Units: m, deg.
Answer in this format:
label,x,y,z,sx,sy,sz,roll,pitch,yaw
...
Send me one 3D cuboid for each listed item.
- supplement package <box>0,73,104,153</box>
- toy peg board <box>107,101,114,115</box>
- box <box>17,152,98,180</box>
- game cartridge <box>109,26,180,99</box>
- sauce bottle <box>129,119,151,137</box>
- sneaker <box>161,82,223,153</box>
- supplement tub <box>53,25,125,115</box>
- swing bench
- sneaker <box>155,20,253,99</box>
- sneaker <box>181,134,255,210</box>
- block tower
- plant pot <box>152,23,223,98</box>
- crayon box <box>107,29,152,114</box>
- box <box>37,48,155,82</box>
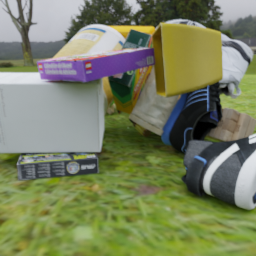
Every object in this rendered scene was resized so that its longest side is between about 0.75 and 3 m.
label,x,y,z,sx,sy,sz,roll,pitch,yaw
supplement package,-1.780,-0.375,5.965,2.471,1.449,1.444,0,18,-1
toy peg board,-1.011,-1.777,11.889,0.987,2.009,2.017,-39,11,7
box,-1.425,0.637,5.768,1.486,0.329,1.191,-4,14,-14
game cartridge,0.386,-2.042,9.122,2.311,2.622,0.425,17,59,39
sauce bottle,0.335,-0.061,8.252,0.286,0.286,0.866,-8,36,-31
sneaker,1.801,-0.695,6.604,1.080,2.773,0.972,21,-1,44
supplement tub,-1.268,-1.409,8.187,2.110,2.110,2.917,7,48,27
swing bench,0.945,-0.827,7.361,1.177,1.805,1.815,28,7,19
sneaker,1.984,-1.886,7.918,2.935,1.687,1.103,19,-24,1
sneaker,1.890,0.457,5.147,1.465,0.957,2.619,12,19,37
block tower,1.923,-0.229,7.715,0.798,0.854,2.953,21,-1,-34
plant pot,1.120,-1.283,5.370,1.112,1.260,1.260,-5,9,-1
crayon box,0.131,-1.340,7.739,0.604,1.509,2.377,20,-14,9
box,-0.562,-1.252,5.417,1.307,0.373,1.910,10,24,40
